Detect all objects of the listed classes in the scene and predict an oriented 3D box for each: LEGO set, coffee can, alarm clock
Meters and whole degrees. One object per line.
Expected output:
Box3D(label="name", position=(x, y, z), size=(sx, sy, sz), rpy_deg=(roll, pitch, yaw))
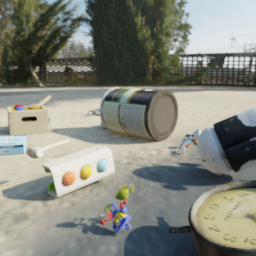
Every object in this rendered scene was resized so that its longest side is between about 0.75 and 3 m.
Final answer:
Box3D(label="LEGO set", position=(2.054, 0.440, 9.550), size=(0.914, 0.300, 1.223), rpy_deg=(-42, 7, 16))
Box3D(label="coffee can", position=(0.417, -0.655, 11.757), size=(2.723, 1.993, 1.993), rpy_deg=(10, 16, 42))
Box3D(label="alarm clock", position=(1.913, 1.462, 3.826), size=(1.648, 0.813, 2.443), rpy_deg=(-28, 15, -36))

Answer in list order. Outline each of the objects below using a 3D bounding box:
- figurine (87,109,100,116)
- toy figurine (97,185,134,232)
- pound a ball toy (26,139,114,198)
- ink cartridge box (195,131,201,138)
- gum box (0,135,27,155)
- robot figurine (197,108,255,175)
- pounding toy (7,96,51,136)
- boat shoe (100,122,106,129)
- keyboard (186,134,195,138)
Box3D(label="figurine", position=(-2.093, -0.930, 17.276), size=(0.894, 0.395, 0.917), rpy_deg=(-8, 12, 2))
Box3D(label="toy figurine", position=(-0.070, 1.496, 4.869), size=(0.471, 0.892, 0.535), rpy_deg=(14, 24, -50))
Box3D(label="pound a ball toy", position=(-1.242, 0.805, 6.412), size=(1.813, 1.182, 0.770), rpy_deg=(-17, 14, -37))
Box3D(label="ink cartridge box", position=(3.049, 0.351, 11.063), size=(0.790, 0.327, 0.579), rpy_deg=(2, 12, 9))
Box3D(label="gum box", position=(-4.307, 0.594, 9.865), size=(1.311, 0.344, 1.543), rpy_deg=(-4, 12, -17))
Box3D(label="robot figurine", position=(2.900, 0.365, 7.142), size=(2.235, 1.394, 1.679), rpy_deg=(-24, -40, 17))
Box3D(label="pounding toy", position=(-4.448, -0.632, 12.954), size=(2.079, 1.478, 1.914), rpy_deg=(-5, 13, -24))
Box3D(label="boat shoe", position=(-0.280, -0.409, 13.836), size=(2.360, 0.735, 0.881), rpy_deg=(-24, 29, -28))
Box3D(label="keyboard", position=(2.925, 0.340, 11.709), size=(0.929, 0.096, 0.590), rpy_deg=(-1, 5, 2))
